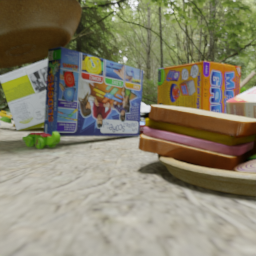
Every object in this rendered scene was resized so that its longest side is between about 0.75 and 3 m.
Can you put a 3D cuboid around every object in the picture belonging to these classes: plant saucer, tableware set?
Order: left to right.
[{"bbox_3d":[-4.591,-0.315,10.924,1.277,0.291,1.895,21,2,-38],"label":"tableware set"},{"bbox_3d":[-2.153,-1.706,5.422,2.765,0.490,2.765,-18,3,1],"label":"plant saucer"}]

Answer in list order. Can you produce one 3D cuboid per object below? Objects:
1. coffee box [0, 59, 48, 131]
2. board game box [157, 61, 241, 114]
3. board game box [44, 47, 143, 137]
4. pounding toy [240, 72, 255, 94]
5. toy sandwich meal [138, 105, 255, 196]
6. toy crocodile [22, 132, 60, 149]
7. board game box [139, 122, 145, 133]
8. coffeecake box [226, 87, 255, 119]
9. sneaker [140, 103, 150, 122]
[{"bbox_3d":[-2.937,-1.121,9.968,1.966,1.944,1.963,-17,3,7],"label":"coffee box"},{"bbox_3d":[2.959,-1.322,11.860,2.460,2.461,2.459,-3,5,-37],"label":"board game box"},{"bbox_3d":[-0.676,-0.691,6.693,0.465,1.825,2.696,5,1,41],"label":"board game box"},{"bbox_3d":[5.365,-0.966,13.676,2.252,1.354,2.917,-32,-24,-18],"label":"pounding toy"},{"bbox_3d":[1.409,0.137,3.475,2.461,0.843,2.461,0,4,0],"label":"toy sandwich meal"},{"bbox_3d":[-1.798,0.224,5.727,1.095,0.338,0.370,4,6,42],"label":"toy crocodile"},{"bbox_3d":[0.523,-0.020,8.692,2.758,0.268,1.420,0,6,20],"label":"board game box"},{"bbox_3d":[3.855,-0.333,5.883,2.769,1.012,2.125,4,19,44],"label":"coffeecake box"},{"bbox_3d":[0.558,-0.677,13.881,2.856,1.074,1.264,4,18,30],"label":"sneaker"}]
